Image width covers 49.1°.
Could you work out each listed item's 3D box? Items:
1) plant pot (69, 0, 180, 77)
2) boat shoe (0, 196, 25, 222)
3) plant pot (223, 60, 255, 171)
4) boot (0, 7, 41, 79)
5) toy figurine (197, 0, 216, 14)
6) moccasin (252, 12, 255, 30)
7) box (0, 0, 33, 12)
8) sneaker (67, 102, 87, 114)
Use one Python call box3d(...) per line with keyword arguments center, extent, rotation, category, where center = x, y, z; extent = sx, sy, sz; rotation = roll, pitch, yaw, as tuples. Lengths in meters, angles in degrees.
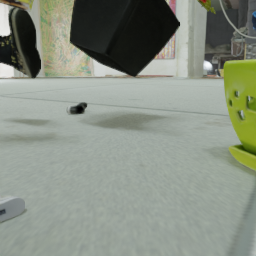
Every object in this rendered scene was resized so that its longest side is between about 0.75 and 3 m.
box3d(center=(-0.285, -2.762, 7.769), extent=(2.256, 2.001, 2.250), rotation=(29, 3, 32), category="plant pot")
box3d(center=(-1.683, 0.984, 3.304), extent=(0.287, 0.314, 0.872), rotation=(3, 12, 42), category="boat shoe")
box3d(center=(2.983, -0.142, 4.570), extent=(2.123, 1.936, 2.133), rotation=(-5, 14, -18), category="plant pot")
box3d(center=(-3.326, -2.371, 7.581), extent=(1.622, 2.147, 0.775), rotation=(19, 56, 7), category="boot")
box3d(center=(2.081, -3.898, 7.633), extent=(1.414, 0.847, 0.746), rotation=(22, 21, -34), category="toy figurine")
box3d(center=(3.848, -2.573, 7.470), extent=(0.634, 0.538, 1.576), rotation=(-13, 50, 5), category="moccasin")
box3d(center=(-2.736, -2.690, 5.027), extent=(1.968, 0.493, 0.741), rotation=(12, 6, -17), category="box")
box3d(center=(-1.854, -0.751, 10.901), extent=(0.509, 0.374, 1.125), rotation=(10, 19, 26), category="sneaker")
